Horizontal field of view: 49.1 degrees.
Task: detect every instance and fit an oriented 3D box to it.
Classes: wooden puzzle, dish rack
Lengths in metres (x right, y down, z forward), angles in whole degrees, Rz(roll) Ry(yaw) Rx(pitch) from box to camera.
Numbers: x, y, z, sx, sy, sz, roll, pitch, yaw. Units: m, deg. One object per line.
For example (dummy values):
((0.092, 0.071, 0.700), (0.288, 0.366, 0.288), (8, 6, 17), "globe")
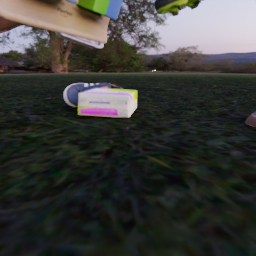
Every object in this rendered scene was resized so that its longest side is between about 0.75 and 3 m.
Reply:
((-0.459, -2.174, 3.196), (0.509, 2.201, 2.038), (24, 18, 25), "wooden puzzle")
((-1.319, -2.622, 7.162), (1.407, 1.208, 0.306), (7, -24, -44), "dish rack")

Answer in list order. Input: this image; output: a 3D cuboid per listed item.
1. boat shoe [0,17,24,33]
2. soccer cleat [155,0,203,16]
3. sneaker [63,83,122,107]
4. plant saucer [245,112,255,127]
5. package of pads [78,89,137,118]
((-3.293, -3.307, 8.024), (0.922, 0.921, 2.493), (14, 44, 5), "boat shoe")
((1.579, -3.129, 5.133), (2.855, 1.157, 0.964), (-33, 11, -1), "soccer cleat")
((-1.251, -1.379, 10.885), (1.074, 0.953, 2.542), (-8, 4, 44), "sneaker")
((4.170, -0.225, 7.773), (1.682, 0.290, 1.682), (1, 13, 0), "plant saucer")
((-0.651, -0.876, 9.489), (1.719, 0.759, 2.225), (3, 13, 9), "package of pads")
